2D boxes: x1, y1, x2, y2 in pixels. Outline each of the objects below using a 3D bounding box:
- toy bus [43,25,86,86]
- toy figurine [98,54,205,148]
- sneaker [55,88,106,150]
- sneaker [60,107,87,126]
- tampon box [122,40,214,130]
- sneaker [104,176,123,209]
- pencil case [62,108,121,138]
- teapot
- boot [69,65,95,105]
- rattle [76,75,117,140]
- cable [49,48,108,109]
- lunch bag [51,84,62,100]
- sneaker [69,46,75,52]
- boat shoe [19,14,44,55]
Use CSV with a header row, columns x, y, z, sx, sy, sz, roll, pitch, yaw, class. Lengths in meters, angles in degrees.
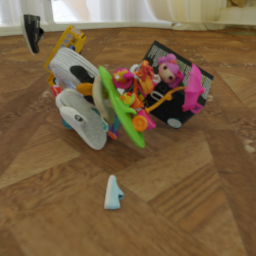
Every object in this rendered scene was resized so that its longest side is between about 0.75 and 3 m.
x,y,z,sx,sy,sz,roll,pitch,yaw,class
-2.934,-3.153,12.687,1.073,2.741,0.892,33,26,-16,toy bus
0.820,-1.120,7.883,2.421,2.630,1.974,-28,2,11,toy figurine
-1.631,-0.230,9.654,0.890,2.331,0.938,-36,5,-42,sneaker
-1.710,-0.400,8.767,0.952,0.364,0.383,29,-4,2,sneaker
1.407,-1.491,10.245,2.549,1.910,1.609,30,58,-6,tampon box
-0.348,1.716,7.380,0.462,0.417,1.128,10,34,-3,sneaker
-1.380,-0.250,10.527,2.129,0.984,0.906,11,36,22,pencil case
-0.039,-1.537,11.811,1.748,1.294,1.771,-20,62,11,teapot
-1.493,-1.402,9.727,1.394,1.213,0.483,39,61,12,boot
-1.053,-0.547,8.643,1.408,1.971,1.283,-4,-11,7,rattle
-1.944,-1.859,11.444,1.008,2.911,2.910,-50,10,-14,cable
-2.724,-1.225,11.376,0.448,1.094,0.964,-28,-6,-13,lunch bag
-2.365,-3.085,11.392,0.345,0.838,0.310,35,63,-1,sneaker
-3.858,-3.776,11.576,0.820,0.871,2.424,-13,-12,-14,boat shoe
